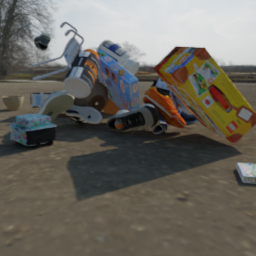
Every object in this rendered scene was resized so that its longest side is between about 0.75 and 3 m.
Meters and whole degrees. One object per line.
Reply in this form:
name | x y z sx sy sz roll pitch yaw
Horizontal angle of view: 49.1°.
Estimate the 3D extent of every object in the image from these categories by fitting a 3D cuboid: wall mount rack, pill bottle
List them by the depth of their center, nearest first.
pill bottle | -1.450 -1.851 9.140 0.902 0.902 1.699 2 50 12
wall mount rack | -2.879 -3.017 11.532 1.070 2.494 2.871 29 16 -32
pill bottle | -0.491 -3.372 13.777 2.068 1.147 1.147 37 26 19

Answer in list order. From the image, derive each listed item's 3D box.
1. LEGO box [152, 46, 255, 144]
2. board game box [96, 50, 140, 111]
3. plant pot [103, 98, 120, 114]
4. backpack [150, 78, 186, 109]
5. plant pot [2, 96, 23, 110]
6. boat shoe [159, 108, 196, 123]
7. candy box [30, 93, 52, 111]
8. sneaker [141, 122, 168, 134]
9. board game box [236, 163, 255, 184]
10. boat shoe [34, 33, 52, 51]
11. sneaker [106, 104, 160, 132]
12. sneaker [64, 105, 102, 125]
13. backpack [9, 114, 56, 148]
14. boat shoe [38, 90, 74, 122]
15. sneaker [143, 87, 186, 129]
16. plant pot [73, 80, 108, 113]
LEGO box | 2.192 -1.036 8.171 1.041 2.697 2.008 -45 20 3
board game box | -0.432 -1.678 11.112 0.469 1.941 2.566 -28 51 -18
plant pot | -0.576 -1.466 13.708 1.927 1.349 1.927 -2 16 1
backpack | 2.035 -1.881 12.482 1.593 1.969 2.068 9 -21 19
plant pot | -6.045 -1.300 14.735 1.052 0.706 1.052 0 11 0
boat shoe | 1.886 -0.520 11.262 1.711 0.587 0.720 5 13 21
candy box | -3.220 -1.204 12.956 2.276 0.694 1.552 -2 -1 -11
sneaker | 0.741 -0.053 9.482 1.153 0.404 0.625 7 12 18
board game box | 2.491 0.898 5.556 0.531 0.135 0.790 3 12 12
boat shoe | -2.549 -2.452 8.211 0.413 0.350 1.134 17 -8 -30
sneaker | 0.146 -0.210 9.163 0.875 0.815 2.206 -30 13 -40
sneaker | -1.533 -0.384 10.361 1.531 0.559 0.856 17 -19 21
backpack | -2.755 0.061 7.950 1.186 0.893 1.053 2 10 37
boat shoe | -2.665 -0.920 10.092 0.783 0.800 2.245 19 -33 -34
sneaker | 1.320 -0.650 9.248 1.829 0.706 0.668 42 -21 -19
plant pot | -1.355 -1.038 10.797 1.499 1.499 0.692 -7 30 -30
